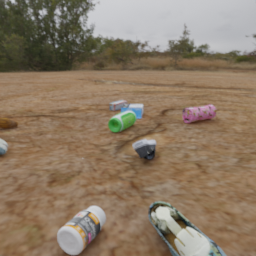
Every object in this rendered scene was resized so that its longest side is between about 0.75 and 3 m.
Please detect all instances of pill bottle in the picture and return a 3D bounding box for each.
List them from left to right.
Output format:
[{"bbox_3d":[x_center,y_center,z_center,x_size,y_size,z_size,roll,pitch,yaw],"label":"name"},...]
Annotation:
[{"bbox_3d":[-0.857,1.924,5.370,0.556,0.556,0.955,7,17,25],"label":"pill bottle"}]

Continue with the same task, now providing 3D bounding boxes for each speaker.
[{"bbox_3d":[-0.237,-0.308,12.916,0.748,0.748,1.691,8,18,26],"label":"speaker"}]

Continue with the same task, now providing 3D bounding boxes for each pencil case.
[{"bbox_3d":[3.645,-0.722,14.306,1.911,0.791,0.827,-10,35,-32],"label":"pencil case"}]

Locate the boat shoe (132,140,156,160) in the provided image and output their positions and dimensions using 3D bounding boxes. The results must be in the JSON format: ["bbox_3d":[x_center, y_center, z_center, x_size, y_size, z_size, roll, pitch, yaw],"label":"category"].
[{"bbox_3d":[0.644,0.766,9.302,0.651,0.617,1.861,-25,-12,9],"label":"boat shoe"}]

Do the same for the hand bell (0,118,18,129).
[{"bbox_3d":[-6.514,-0.288,12.525,2.967,1.545,1.545,5,11,-32],"label":"hand bell"}]

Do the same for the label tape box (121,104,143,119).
[{"bbox_3d":[0.217,-0.938,15.538,1.140,0.526,1.591,2,14,8],"label":"label tape box"}]

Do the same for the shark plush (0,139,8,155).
[{"bbox_3d":[-5.330,0.619,9.771,2.197,0.998,0.915,2,46,-10],"label":"shark plush"}]

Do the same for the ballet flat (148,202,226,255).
[{"bbox_3d":[0.933,1.927,4.945,0.748,0.748,2.015,-8,15,-25],"label":"ballet flat"}]

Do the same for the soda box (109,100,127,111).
[{"bbox_3d":[-0.600,-1.387,17.290,0.456,0.424,1.335,10,18,33],"label":"soda box"}]
